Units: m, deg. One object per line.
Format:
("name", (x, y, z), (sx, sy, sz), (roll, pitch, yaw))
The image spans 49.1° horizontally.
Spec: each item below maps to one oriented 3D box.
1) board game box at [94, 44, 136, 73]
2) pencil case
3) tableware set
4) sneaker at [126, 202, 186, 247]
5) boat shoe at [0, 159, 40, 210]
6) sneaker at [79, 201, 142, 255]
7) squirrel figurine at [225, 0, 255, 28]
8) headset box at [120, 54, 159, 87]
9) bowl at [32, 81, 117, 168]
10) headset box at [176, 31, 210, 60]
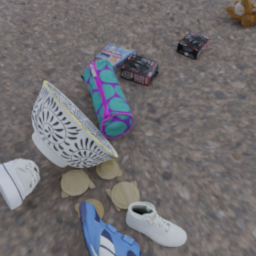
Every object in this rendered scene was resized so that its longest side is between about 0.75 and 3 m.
("board game box", (-0.628, -2.905, 11.670), (1.451, 0.448, 1.450), (25, 55, 18))
("pencil case", (-0.744, -1.057, 9.627), (1.208, 1.312, 2.840), (-31, 54, 12))
("tableware set", (-0.812, 1.778, 8.099), (2.149, 0.249, 1.795), (-20, 59, -18))
("sneaker", (0.727, 2.449, 7.133), (1.663, 0.961, 0.613), (17, 52, 11))
("boat shoe", (-2.777, 1.207, 7.170), (0.954, 1.074, 2.919), (-25, 13, -20))
("sneaker", (-0.365, 2.939, 6.760), (1.126, 1.012, 2.737), (-24, 64, -18))
("squirrel figurine", (5.724, -5.584, 13.536), (1.432, 1.086, 1.534), (-32, 89, -46))
("headset box", (0.519, -2.280, 11.107), (1.375, 0.531, 1.023), (20, 55, 13))
("bowl", (-1.810, 0.194, 8.093), (1.395, 2.973, 2.973), (-43, 60, -1))
("headset box", (2.867, -3.641, 12.211), (0.972, 0.504, 1.306), (31, 59, 21))
